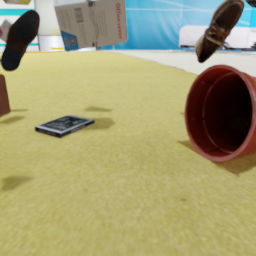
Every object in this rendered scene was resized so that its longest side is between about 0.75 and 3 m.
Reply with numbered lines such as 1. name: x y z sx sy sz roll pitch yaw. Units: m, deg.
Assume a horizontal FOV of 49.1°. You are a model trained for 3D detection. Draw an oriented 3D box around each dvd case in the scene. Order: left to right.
1. dvd case: -2.309 -0.104 10.334 1.335 0.220 1.777 12 22 31

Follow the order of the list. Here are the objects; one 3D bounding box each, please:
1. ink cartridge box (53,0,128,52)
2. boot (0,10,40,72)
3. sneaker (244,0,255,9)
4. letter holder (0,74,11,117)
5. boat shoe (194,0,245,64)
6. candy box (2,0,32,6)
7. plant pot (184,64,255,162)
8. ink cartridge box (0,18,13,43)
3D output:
1. ink cartridge box: -1.231 -3.648 9.463 2.227 1.631 0.956 -12 48 -6
2. boot: -2.262 -1.763 5.744 0.507 1.357 0.658 29 -10 -28
3. sneaker: 3.222 -3.190 6.520 0.501 0.544 1.359 37 3 -21
4. letter holder: -5.969 -1.141 10.885 1.270 1.794 2.525 4 20 11
5. boat shoe: 3.240 -3.395 10.134 0.966 2.678 0.964 21 55 -11
6. candy box: -3.955 -4.613 9.692 0.313 0.646 1.108 -34 3 30
7. plant pot: 3.480 -0.419 8.190 2.552 2.624 2.624 -1 18 -27
8. ink cartridge box: -4.681 -3.764 11.406 1.119 0.812 0.467 36 14 -25
